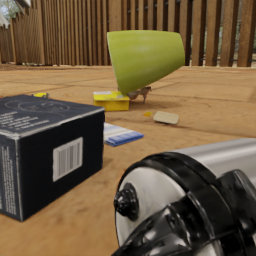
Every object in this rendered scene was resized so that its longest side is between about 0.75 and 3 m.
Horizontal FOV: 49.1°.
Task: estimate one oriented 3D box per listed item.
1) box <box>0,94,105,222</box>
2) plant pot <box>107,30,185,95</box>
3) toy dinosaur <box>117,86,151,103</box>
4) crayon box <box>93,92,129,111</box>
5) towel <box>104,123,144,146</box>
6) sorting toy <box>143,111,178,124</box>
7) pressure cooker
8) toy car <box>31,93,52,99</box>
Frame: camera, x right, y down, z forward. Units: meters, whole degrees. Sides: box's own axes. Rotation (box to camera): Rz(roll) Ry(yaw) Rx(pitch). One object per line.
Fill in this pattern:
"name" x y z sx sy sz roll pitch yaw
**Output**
"box" -1.653 0.239 4.393 1.881 1.186 1.914 13 19 25
"plant pot" 0.699 -2.505 9.913 2.391 2.238 2.238 -12 14 5
"toy dinosaur" 0.186 -1.371 11.624 1.121 0.710 1.655 -7 11 -27
"crayon box" -0.676 -0.995 10.479 1.253 0.501 1.973 -2 14 -7
"towel" -0.469 0.140 6.901 1.434 0.171 1.053 15 19 40
"sorting toy" 0.995 -0.324 8.453 1.010 0.135 0.753 11 21 11
"pressure cooker" 0.570 0.796 2.151 1.524 1.340 1.361 -5 12 -31
"toy car" -3.455 -0.917 10.315 1.930 0.457 2.051 14 21 40
